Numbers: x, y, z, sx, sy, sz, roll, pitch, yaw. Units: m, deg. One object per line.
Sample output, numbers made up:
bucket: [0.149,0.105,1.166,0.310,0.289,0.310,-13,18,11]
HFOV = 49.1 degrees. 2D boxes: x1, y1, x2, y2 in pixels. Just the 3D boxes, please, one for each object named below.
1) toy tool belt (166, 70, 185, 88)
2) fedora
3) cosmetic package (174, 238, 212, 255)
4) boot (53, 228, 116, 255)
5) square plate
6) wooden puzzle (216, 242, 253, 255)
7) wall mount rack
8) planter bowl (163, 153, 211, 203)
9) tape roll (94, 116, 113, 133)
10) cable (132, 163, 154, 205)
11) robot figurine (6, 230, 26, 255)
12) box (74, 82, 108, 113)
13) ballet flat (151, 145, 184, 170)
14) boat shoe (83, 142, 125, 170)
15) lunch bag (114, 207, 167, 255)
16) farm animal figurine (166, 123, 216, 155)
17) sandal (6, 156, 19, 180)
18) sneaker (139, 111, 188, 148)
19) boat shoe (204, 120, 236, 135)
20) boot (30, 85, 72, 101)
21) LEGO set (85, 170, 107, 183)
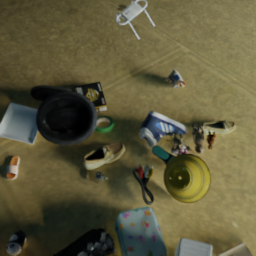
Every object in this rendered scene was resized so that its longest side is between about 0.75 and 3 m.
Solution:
toy tool belt: [2.203,-2.166,13.131,0.661,0.672,1.076,-39,49,23]
fedora: [-2.365,-0.315,11.110,2.360,1.078,2.360,0,80,-1]
cosmetic package: [1.561,4.467,7.438,0.960,1.318,2.593,10,54,10]
boot: [-1.810,3.745,8.004,2.182,2.662,0.985,-25,93,-48]
square plate: [-4.373,-0.165,11.520,1.562,0.224,1.577,14,64,0]
wooden puzzle: [3.303,4.274,8.289,2.135,0.250,1.441,-14,58,-10]
wall mount rack: [0.261,-3.918,10.052,1.366,0.509,1.187,-43,78,-10]
planter bowl: [1.840,1.687,9.409,1.710,0.712,1.710,-5,79,30]
tape roll: [-1.039,-0.152,11.668,0.846,0.203,0.846,-4,44,4]
cable: [0.565,1.910,9.849,0.762,0.395,1.569,14,41,-15]
robot figurine: [-3.438,3.530,8.613,0.472,0.569,0.757,17,26,-6]
box: [-1.696,-1.330,12.566,1.269,0.392,1.589,-12,53,-7]
ballet flat: [1.547,1.196,10.513,0.530,0.490,1.570,-47,68,0]
boat shoe: [-0.894,0.997,10.609,1.756,0.583,0.650,-29,57,-21]
lunch bag: [0.314,3.354,8.639,1.381,0.664,1.722,-9,55,-13]
farm animal figurine: [2.423,0.666,10.779,1.760,0.885,1.421,-24,37,-11]
sandal: [-4.331,1.441,10.448,0.392,0.293,1.023,-4,52,-3]
sneaker: [1.353,0.277,11.221,1.868,0.753,1.368,25,86,-13]
boat shoe: [3.738,-0.063,11.514,1.483,0.467,0.541,-5,52,-4]
boot: [-3.404,-1.124,12.177,1.928,0.725,1.441,0,52,0]
LEGO set: [-1.163,1.761,10.239,0.809,0.229,0.525,-8,53,-7]
